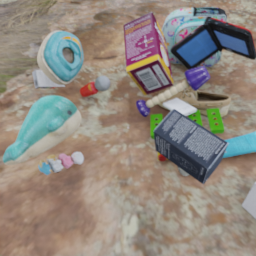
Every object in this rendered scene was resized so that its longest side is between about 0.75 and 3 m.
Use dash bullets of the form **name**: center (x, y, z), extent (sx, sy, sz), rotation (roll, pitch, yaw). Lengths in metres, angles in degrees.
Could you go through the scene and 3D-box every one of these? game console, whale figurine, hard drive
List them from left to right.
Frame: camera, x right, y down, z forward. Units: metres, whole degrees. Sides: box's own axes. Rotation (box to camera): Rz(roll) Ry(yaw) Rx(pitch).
- **whale figurine**: center (-2.392, -0.004, 7.520), extent (1.894, 1.235, 2.381), rotation (-13, 24, 48)
- **hard drive**: center (1.814, -0.728, 9.932), extent (0.674, 0.136, 1.022), rotation (-22, 38, -25)
- **game console**: center (3.289, -2.801, 10.529), extent (2.331, 1.605, 2.705), rotation (32, 10, 27)

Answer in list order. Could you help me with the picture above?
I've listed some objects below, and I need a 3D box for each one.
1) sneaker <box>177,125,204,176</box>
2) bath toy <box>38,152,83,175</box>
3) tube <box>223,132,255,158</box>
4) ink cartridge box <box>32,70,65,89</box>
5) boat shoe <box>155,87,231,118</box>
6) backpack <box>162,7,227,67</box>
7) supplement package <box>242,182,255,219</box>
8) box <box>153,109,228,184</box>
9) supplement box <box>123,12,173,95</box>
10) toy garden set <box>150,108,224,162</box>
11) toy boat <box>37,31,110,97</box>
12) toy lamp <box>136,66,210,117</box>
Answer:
- **sneaker**: center (1.764, 0.808, 8.248), extent (0.734, 1.882, 0.802), rotation (11, 43, 11)
- **bath toy**: center (-2.009, 1.037, 8.530), extent (1.348, 0.498, 0.586), rotation (-12, 72, -42)
- **tube**: center (3.586, 0.614, 9.303), extent (2.064, 0.520, 0.799), rotation (-12, 61, -7)
- **ink cartridge box**: center (-3.185, -1.932, 11.292), extent (0.309, 0.670, 1.229), rotation (-14, -4, 41)
- **boat shoe**: center (2.463, -1.159, 10.871), extent (2.861, 0.923, 1.020), rotation (10, 46, 10)
- **backpack**: center (2.876, -4.049, 12.691), extent (2.809, 2.493, 2.114), rotation (9, 41, 15)
- **supplement package**: center (4.321, 2.185, 7.335), extent (1.233, 1.218, 2.034), rotation (-27, 51, -24)
- **box**: center (1.458, 0.463, 6.756), extent (1.525, 1.132, 0.816), rotation (36, 73, 23)
- **supplement box**: center (0.757, -2.775, 10.620), extent (1.282, 1.627, 2.485), rotation (-18, 57, 22)
- **toy garden set**: center (2.001, 0.279, 9.547), extent (2.428, 0.485, 2.024), rotation (-5, 44, 9)
- **toy boat**: center (-1.932, -2.336, 10.527), extent (1.338, 2.878, 2.420), rotation (-19, 41, 30)
- **toy lamp**: center (1.542, -1.270, 9.823), extent (2.693, 0.784, 0.784), rotation (-30, 40, 24)
